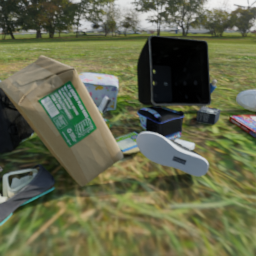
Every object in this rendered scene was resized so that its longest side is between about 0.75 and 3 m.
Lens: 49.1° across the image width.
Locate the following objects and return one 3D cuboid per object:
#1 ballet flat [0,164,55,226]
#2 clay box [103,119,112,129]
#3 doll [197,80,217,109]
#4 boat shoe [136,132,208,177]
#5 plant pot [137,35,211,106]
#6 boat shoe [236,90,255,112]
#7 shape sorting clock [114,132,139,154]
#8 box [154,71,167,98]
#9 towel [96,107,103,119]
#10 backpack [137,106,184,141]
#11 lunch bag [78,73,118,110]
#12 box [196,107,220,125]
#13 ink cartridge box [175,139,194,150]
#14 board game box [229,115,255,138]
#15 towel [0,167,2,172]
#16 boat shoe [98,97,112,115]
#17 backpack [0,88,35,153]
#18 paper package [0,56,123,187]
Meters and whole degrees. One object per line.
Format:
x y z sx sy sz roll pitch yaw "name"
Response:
-2.795 1.561 6.346 0.962 0.962 2.632 12 25 28 "ballet flat"
-1.504 -0.057 10.968 1.002 0.415 1.743 18 31 32 "clay box"
3.090 -2.101 12.968 1.897 2.780 0.674 -5 36 34 "doll"
1.216 0.720 7.898 2.159 0.741 0.611 26 14 -2 "boat shoe"
1.533 -1.979 11.185 2.503 2.497 2.220 -1 -3 -22 "plant pot"
6.387 -1.180 12.821 2.788 1.025 0.931 13 9 27 "boat shoe"
0.031 0.554 9.625 1.431 0.281 1.431 -6 26 3 "shape sorting clock"
2.415 -2.705 14.783 1.315 2.521 1.866 18 29 37 "box"
-1.014 -0.385 8.463 0.161 1.418 1.019 -31 62 -16 "towel"
1.115 -0.220 10.588 1.441 1.062 1.578 -16 28 -34 "backpack"
-1.787 -1.867 14.094 2.459 1.563 2.085 8 23 -8 "lunch bag"
3.473 -0.538 12.148 0.811 0.511 0.825 14 26 27 "box"
1.753 0.675 9.533 0.693 0.205 0.866 16 26 34 "ink cartridge box"
5.242 -0.018 11.222 1.247 0.236 2.422 -3 22 -11 "board game box"
-4.959 1.407 7.543 2.083 0.352 2.181 5 22 13 "towel"
-1.061 -0.773 12.075 0.394 1.161 0.416 21 15 -25 "boat shoe"
-4.193 -0.565 9.991 2.253 2.391 2.930 -8 13 17 "backpack"
-1.857 -0.244 7.777 1.530 2.958 2.820 -38 35 -17 "paper package"
